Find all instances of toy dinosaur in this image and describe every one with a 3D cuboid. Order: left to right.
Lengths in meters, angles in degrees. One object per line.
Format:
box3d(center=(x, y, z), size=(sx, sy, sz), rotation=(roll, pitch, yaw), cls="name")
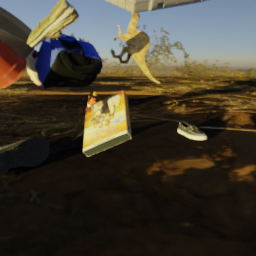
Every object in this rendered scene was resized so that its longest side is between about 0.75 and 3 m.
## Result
box3d(center=(0.183, -2.973, 10.734), size=(1.507, 2.980, 0.867), rotation=(-12, 8, 25), cls="toy dinosaur")

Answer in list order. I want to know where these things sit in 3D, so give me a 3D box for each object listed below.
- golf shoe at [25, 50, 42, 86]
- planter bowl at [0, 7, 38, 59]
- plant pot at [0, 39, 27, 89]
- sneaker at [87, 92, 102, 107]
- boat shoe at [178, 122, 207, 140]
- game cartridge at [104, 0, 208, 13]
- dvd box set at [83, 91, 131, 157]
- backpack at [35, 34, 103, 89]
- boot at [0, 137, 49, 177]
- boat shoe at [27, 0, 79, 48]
box3d(center=(-3.543, -2.320, 10.714), size=(0.653, 1.428, 0.538), rotation=(-20, 13, 14), cls="golf shoe")
box3d(center=(-4.323, -2.832, 9.030), size=(2.369, 1.594, 2.369), rotation=(36, 18, -14), cls="planter bowl")
box3d(center=(-3.672, -1.924, 7.700), size=(1.218, 1.185, 1.218), rotation=(-12, 53, 16), cls="plant pot")
box3d(center=(-1.703, -1.411, 14.640), size=(0.671, 0.863, 1.918), rotation=(-6, 15, -24), cls="sneaker")
box3d(center=(2.113, 0.094, 9.417), size=(0.471, 0.389, 1.373), rotation=(-6, 15, -25), cls="boat shoe")
box3d(center=(0.493, -2.476, 4.973), size=(1.997, 0.383, 1.295), rotation=(-24, 43, -32), cls="game cartridge")
box3d(center=(-0.354, -0.098, 4.567), size=(0.785, 0.158, 1.073), rotation=(-23, 40, 17), cls="dvd box set")
box3d(center=(-1.954, -2.355, 9.586), size=(2.006, 1.683, 1.630), rotation=(1, -34, -42), cls="backpack")
box3d(center=(-3.039, 0.610, 6.707), size=(1.349, 0.715, 2.050), rotation=(4, 10, 31), cls="boot")
box3d(center=(-2.092, -2.717, 7.697), size=(1.753, 0.655, 0.600), rotation=(-29, -44, 30), cls="boat shoe")
